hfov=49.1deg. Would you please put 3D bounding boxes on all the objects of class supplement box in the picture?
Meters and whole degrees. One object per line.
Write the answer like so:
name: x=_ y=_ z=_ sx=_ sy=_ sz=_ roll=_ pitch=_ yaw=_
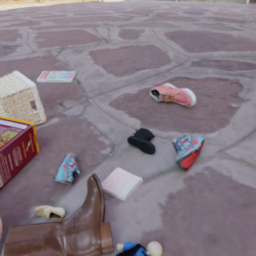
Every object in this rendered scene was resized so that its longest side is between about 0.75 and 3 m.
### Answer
supplement box: x=-4.336 y=0.894 z=8.725 sx=1.616 sy=1.254 sz=2.929 roll=10 pitch=32 yaw=15

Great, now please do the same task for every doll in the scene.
doll: x=0.020 y=3.019 z=6.062 sx=1.803 sy=0.437 sz=1.230 roll=-16 pitch=38 yaw=-32

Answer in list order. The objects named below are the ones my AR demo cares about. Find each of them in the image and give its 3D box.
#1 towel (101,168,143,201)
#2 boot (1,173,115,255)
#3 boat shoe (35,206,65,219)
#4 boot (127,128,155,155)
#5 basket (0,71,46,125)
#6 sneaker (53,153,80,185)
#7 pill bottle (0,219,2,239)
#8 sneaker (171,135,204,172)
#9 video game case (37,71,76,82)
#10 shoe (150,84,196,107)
towel: x=-0.218 y=1.685 z=8.505 sx=1.011 sy=0.171 sz=1.058 roll=18 pitch=35 yaw=27
boot: x=-1.804 y=2.268 z=6.908 sx=2.588 sy=0.831 sz=2.412 roll=-10 pitch=38 yaw=-9
boat shoe: x=-2.089 y=2.267 z=7.422 sx=0.813 sy=0.301 sz=0.270 roll=1 pitch=26 yaw=1
boot: x=0.656 y=0.458 z=10.289 sx=1.224 sy=0.453 sz=1.003 roll=24 pitch=30 yaw=25
basket: x=-4.534 y=-1.018 z=11.333 sx=1.494 sy=1.841 sz=1.857 roll=-31 pitch=44 yaw=-30
sneaker: x=-1.848 y=1.343 z=8.872 sx=0.683 sy=0.567 sz=1.430 roll=29 pitch=25 yaw=-6
pill bottle: x=-4.530 y=2.270 z=6.095 sx=2.978 sy=1.672 sz=1.672 roll=7 pitch=32 yaw=11
sneaker: x=1.819 y=0.780 z=9.348 sx=0.952 sy=0.790 sz=1.993 roll=21 pitch=25 yaw=23
video game case: x=-4.085 y=-2.950 z=16.089 sx=1.935 sy=0.169 sz=1.384 roll=0 pitch=31 yaw=0
shoe: x=2.015 y=-1.454 z=13.081 sx=1.060 sy=0.832 sz=2.330 roll=-18 pitch=31 yaw=-25
